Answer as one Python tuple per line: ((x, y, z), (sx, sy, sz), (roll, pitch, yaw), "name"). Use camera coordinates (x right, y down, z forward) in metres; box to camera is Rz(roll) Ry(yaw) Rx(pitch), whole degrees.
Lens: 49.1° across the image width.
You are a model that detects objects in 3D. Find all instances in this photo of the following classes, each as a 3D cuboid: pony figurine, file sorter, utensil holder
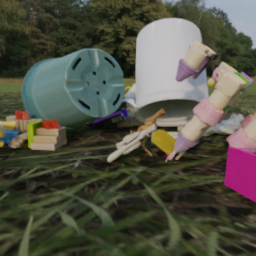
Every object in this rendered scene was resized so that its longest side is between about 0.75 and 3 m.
((-4.041, 0.024, 7.160), (1.635, 1.411, 1.694), (-27, -35, 33), "pony figurine")
((2.242, 0.771, 4.702), (0.651, 0.722, 1.038), (0, 10, -18), "file sorter")
((1.481, -1.837, 9.856), (2.548, 2.998, 2.548), (0, -20, 0), "utensil holder")

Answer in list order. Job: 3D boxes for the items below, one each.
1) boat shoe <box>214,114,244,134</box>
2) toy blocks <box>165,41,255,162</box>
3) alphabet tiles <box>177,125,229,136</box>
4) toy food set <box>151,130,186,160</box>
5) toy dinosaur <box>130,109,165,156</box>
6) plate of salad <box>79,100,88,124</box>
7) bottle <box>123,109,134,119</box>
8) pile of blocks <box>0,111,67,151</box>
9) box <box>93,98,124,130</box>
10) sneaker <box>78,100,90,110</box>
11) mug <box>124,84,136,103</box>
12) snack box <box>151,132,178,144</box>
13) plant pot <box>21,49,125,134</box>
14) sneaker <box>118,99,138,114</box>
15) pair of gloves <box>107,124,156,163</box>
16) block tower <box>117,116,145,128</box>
((3.568, -0.164, 9.268), (1.781, 0.634, 0.621), (4, 20, -29), "boat shoe")
((1.933, -0.410, 6.968), (2.756, 2.320, 2.576), (43, 28, 15), "toy blocks")
((2.913, -0.029, 10.608), (2.292, 0.171, 2.344), (12, 16, 38), "alphabet tiles")
((0.931, 0.452, 6.883), (0.888, 0.290, 0.522), (40, 52, 3), "toy food set")
((0.481, 0.107, 7.633), (0.958, 0.545, 1.804), (-41, 17, 50), "toy dinosaur")
((-2.088, -0.925, 11.681), (0.412, 1.716, 1.716), (-35, 22, -17), "plate of salad")
((0.236, -0.707, 12.357), (2.744, 0.896, 1.146), (4, 16, 21), "bottle")
((-3.136, -0.005, 8.395), (2.986, 0.928, 1.226), (6, 12, 33), "pile of blocks")
((-0.734, -0.688, 11.053), (1.156, 0.292, 1.617), (-19, 36, 15), "box")
((-2.303, -0.461, 9.865), (2.549, 0.904, 1.056), (-14, 3, 32), "sneaker")
((0.206, -1.340, 11.816), (0.750, 0.732, 0.914), (-45, 20, -13), "mug")
((1.340, 0.306, 8.618), (1.258, 0.233, 0.731), (1, 10, 5), "snack box")
((-1.610, -1.168, 8.784), (2.650, 2.650, 2.596), (-8, 2, -37), "plant pot")
((0.049, -0.762, 9.005), (0.461, 0.404, 1.150), (-20, 23, -22), "sneaker")
((0.094, 0.306, 6.847), (1.143, 0.236, 1.344), (-30, 6, 23), "pair of gloves")
((0.239, -0.256, 10.869), (1.350, 0.365, 0.390), (-5, -8, -5), "block tower")
